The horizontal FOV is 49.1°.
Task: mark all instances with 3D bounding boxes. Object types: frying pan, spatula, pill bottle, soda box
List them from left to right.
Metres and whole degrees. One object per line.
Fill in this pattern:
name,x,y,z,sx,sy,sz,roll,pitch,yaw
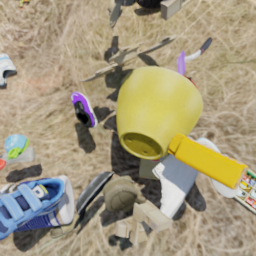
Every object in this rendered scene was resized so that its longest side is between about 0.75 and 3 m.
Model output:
pill bottle,-3.545,2.756,9.981,2.956,1.710,1.710,-9,78,-2
frying pan,-1.089,2.056,8.357,0.419,2.573,1.557,40,57,8
soda box,1.050,0.504,10.873,0.992,0.938,2.929,6,78,2
spatula,2.192,-2.399,9.168,0.273,0.750,2.654,18,45,35

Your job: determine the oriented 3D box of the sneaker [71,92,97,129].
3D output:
sneaker,-1.550,-0.604,9.257,0.483,0.690,1.388,-35,81,20

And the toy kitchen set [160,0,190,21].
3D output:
toy kitchen set,1.071,-4.279,8.509,1.325,1.081,1.195,38,70,22

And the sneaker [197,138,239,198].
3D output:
sneaker,2.773,1.150,8.681,0.751,0.832,2.031,-29,94,20

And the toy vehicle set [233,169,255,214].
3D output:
toy vehicle set,4.962,2.588,10.760,1.958,0.260,1.216,37,80,8

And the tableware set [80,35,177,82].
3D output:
tableware set,-0.023,-2.219,8.838,2.479,2.967,0.344,-33,102,-39

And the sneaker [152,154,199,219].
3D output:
sneaker,1.181,1.815,8.610,1.241,0.791,2.147,30,84,20

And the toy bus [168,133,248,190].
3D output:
toy bus,1.890,0.778,7.015,1.984,0.777,0.646,28,98,32

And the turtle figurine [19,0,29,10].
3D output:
turtle figurine,-4.785,-5.852,12.581,0.855,0.341,1.060,30,79,6

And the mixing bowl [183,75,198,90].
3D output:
mixing bowl,1.997,-1.337,11.226,1.482,0.803,1.482,11,58,-19

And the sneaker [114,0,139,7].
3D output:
sneaker,0.483,-4.027,7.986,1.868,0.992,0.698,1,46,-2

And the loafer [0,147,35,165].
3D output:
loafer,-3.896,0.926,9.365,1.454,0.508,0.507,-8,103,-22

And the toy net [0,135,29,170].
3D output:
toy net,-3.483,0.992,7.093,2.166,0.418,1.136,-35,41,3

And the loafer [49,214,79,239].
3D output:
loafer,-2.339,3.692,10.415,1.342,0.452,0.510,-36,80,-7

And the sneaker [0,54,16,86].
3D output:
sneaker,-5.639,-2.003,11.506,2.307,0.865,1.000,-42,86,-8

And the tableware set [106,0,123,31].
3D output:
tableware set,-0.242,-4.366,9.111,0.263,1.897,2.271,14,38,-24

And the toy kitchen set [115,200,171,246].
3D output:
toy kitchen set,0.340,2.646,7.080,0.922,1.020,1.130,-4,109,-33

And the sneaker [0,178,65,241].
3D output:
sneaker,-2.872,2.068,7.612,1.047,2.832,1.165,51,119,12

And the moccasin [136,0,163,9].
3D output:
moccasin,1.572,-6.099,12.296,2.776,1.015,1.071,-26,75,-4

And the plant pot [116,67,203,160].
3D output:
plant pot,0.727,-0.194,8.619,2.741,2.741,1.946,22,57,5

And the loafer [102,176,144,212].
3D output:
loafer,-0.222,1.885,8.197,0.985,2.592,0.874,-30,65,-3
